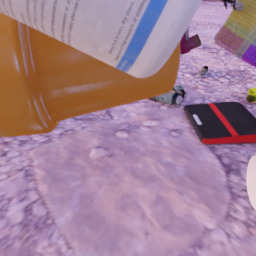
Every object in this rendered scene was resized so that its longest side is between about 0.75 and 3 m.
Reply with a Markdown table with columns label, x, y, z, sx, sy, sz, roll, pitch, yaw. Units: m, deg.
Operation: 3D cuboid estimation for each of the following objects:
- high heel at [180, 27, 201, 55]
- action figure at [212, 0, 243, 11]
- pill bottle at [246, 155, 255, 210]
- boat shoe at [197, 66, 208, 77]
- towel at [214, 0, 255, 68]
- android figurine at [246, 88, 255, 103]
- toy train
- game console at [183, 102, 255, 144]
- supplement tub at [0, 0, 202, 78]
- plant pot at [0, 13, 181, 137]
| label | x | y | z | sx | sy | sz | roll | pitch | yaw |
| --- | --- | --- | --- | --- | --- | --- | --- | --- | --- |
| high heel | 0.906 | -1.910 | 5.186 | 0.533 | 1.108 | 0.374 | -14 | 17 | 38 |
| action figure | 2.197 | -2.721 | 5.551 | 1.106 | 0.658 | 0.565 | -9 | 34 | 27 |
| pill bottle | 3.435 | 0.976 | 4.819 | 2.404 | 1.340 | 1.340 | 1 | 30 | 3 |
| boat shoe | 3.156 | -2.390 | 11.816 | 0.331 | 0.275 | 0.922 | 19 | 35 | 29 |
| towel | 2.774 | -1.947 | 5.680 | 0.214 | 1.348 | 1.878 | -5 | 43 | -48 |
| android figurine | 4.906 | -1.058 | 9.392 | 1.765 | 0.362 | 1.606 | -16 | 33 | -25 |
| toy train | 1.264 | -1.161 | 9.432 | 1.381 | 0.588 | 0.787 | 22 | 49 | 30 |
| game console | 2.688 | -0.174 | 7.964 | 1.838 | 0.322 | 2.078 | -5 | 30 | -2 |
| supplement tub | -0.396 | -1.229 | 2.020 | 1.795 | 1.184 | 1.184 | 24 | 28 | -10 |
| plant pot | -0.711 | -1.426 | 4.389 | 2.728 | 2.980 | 2.980 | -3 | 30 | -3 |
